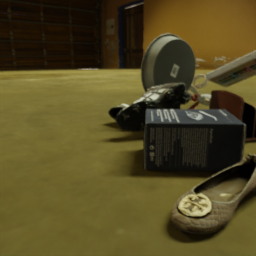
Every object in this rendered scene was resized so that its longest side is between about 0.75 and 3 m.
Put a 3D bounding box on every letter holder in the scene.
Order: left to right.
[{"bbox_3d":[3.784,-0.539,9.786,1.070,1.512,2.128,-3,15,-10],"label":"letter holder"}]

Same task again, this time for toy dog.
[{"bbox_3d":[2.539,-1.423,12.764,2.451,1.616,1.180,-12,6,23],"label":"toy dog"}]

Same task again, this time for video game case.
[{"bbox_3d":[4.419,-2.234,10.451,2.448,0.290,2.228,-23,-14,34],"label":"video game case"}]

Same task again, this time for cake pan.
[{"bbox_3d":[1.682,-2.257,10.996,2.749,2.749,0.504,-11,21,-36],"label":"cake pan"}]

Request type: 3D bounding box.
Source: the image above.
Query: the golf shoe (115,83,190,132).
[{"bbox_3d":[0.755,-0.748,9.677,2.703,1.051,1.277,-24,25,-9],"label":"golf shoe"}]

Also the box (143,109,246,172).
[{"bbox_3d":[1.595,0.252,7.368,2.354,1.228,1.742,1,15,5],"label":"box"}]

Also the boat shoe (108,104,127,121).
[{"bbox_3d":[0.112,-0.404,10.581,0.680,0.813,2.275,-12,20,-36],"label":"boat shoe"}]

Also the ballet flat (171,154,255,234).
[{"bbox_3d":[1.816,1.080,5.164,2.779,0.644,0.936,-16,28,-36],"label":"ballet flat"}]
